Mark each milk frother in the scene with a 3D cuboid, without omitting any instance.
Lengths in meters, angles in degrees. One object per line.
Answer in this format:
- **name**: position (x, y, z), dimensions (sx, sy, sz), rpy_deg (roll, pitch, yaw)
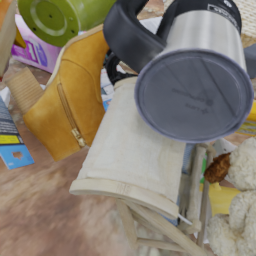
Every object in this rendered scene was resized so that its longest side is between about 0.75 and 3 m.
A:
- **milk frother**: position (0.520, -0.770, 4.297), dimensions (2.058, 2.280, 2.145), rpy_deg (20, 43, 1)

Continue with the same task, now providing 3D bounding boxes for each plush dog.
- **plush dog**: position (2.016, 0.934, 3.964), dimensions (1.984, 1.592, 1.704), rpy_deg (-12, 68, 9)

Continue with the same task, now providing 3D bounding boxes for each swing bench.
- **swing bench**: position (0.475, 0.607, 4.572), dimensions (1.409, 2.172, 2.160), rpy_deg (-4, 47, 27)

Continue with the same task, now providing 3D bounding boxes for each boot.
- **boot**: position (-0.742, -0.714, 5.358), dimensions (2.632, 1.884, 0.926), rpy_deg (-35, 18, -9)

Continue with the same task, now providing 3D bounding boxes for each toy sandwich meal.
- **toy sandwich meal**: position (-3.020, -1.904, 6.466), dimensions (0.916, 2.675, 2.675), rpy_deg (12, 48, -6)

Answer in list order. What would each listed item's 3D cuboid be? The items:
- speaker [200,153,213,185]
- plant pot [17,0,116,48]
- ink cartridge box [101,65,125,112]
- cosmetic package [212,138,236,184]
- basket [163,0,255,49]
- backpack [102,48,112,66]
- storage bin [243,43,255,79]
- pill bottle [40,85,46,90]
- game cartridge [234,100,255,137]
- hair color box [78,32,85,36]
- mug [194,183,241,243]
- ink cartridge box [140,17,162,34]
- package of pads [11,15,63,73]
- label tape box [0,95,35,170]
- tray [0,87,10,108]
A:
- **speaker**: position (1.458, 0.743, 7.110), dimensions (0.803, 0.803, 1.816), rpy_deg (-27, 53, -22)
- **plant pot**: position (-1.538, -3.600, 7.513), dimensions (2.669, 2.669, 2.570), rpy_deg (15, 53, 13)
- **ink cartridge box**: position (-0.489, -0.990, 8.675), dimensions (1.369, 0.803, 1.869), rpy_deg (-20, 52, -17)
- **cosmetic package**: position (2.444, 0.765, 6.774), dimensions (0.655, 0.402, 1.587), rpy_deg (33, 23, 0)
- **basket**: position (1.909, -2.550, 6.352), dimensions (1.770, 1.786, 1.437), rpy_deg (8, 82, -21)
- **backpack**: position (-0.950, -3.022, 10.208), dimensions (0.954, 1.245, 1.094), rpy_deg (3, 47, 26)
- **storage bin**: position (3.950, -2.761, 9.954), dimensions (1.404, 1.521, 2.090), rpy_deg (11, 48, -4)
- **pill bottle**: position (-2.328, -0.435, 8.037), dimensions (1.003, 1.003, 1.802), rpy_deg (-21, 50, -18)
- **game cartridge**: position (2.145, -0.212, 5.926), dimensions (2.527, 2.227, 0.410), rpy_deg (8, 85, 0)
- **hair color box**: position (-0.899, -1.349, 6.398), dimensions (0.447, 1.478, 0.739), rpy_deg (0, 36, -4)
- **mug**: position (2.110, 1.694, 5.874), dimensions (1.234, 1.503, 1.204), rpy_deg (2, 46, -9)
- **ink cartridge box**: position (1.155, -3.381, 10.798), dimensions (1.757, 0.839, 2.002), rpy_deg (-14, 49, -13)
- **package of pads**: position (-3.057, -2.896, 9.884), dimensions (2.571, 1.549, 0.973), rpy_deg (23, 51, 19)
- **label tape box**: position (-2.294, -0.058, 4.470), dimensions (0.559, 1.275, 1.768), rpy_deg (-26, 88, -3)
- **tray**: position (-3.897, -0.192, 8.051), dimensions (1.188, 0.245, 2.212), rpy_deg (-30, 43, 23)
